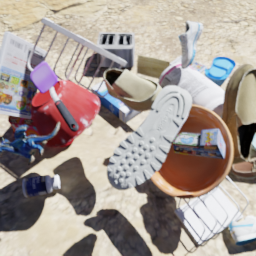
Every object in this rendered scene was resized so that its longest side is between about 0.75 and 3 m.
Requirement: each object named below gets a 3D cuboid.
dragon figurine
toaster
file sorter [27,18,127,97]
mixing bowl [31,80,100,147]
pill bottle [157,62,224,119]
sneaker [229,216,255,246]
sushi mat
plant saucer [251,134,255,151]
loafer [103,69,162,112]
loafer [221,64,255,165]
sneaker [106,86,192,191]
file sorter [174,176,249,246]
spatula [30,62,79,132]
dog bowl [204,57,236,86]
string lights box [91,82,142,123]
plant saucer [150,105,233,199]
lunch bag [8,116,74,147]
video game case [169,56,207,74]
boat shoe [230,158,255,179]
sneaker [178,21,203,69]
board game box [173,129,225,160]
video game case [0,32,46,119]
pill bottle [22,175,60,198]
[{"bbox_3d":[-2.831,0.364,7.653,1.047,2.107,0.620,37,37,-26],"label":"dragon figurine"},{"bbox_3d":[-0.664,-4.124,14.963,2.016,1.323,2.230,1,48,3],"label":"toaster"},{"bbox_3d":[-1.866,-2.415,10.505,2.048,1.837,2.951,33,13,22],"label":"file sorter"},{"bbox_3d":[-2.067,-0.630,8.356,2.167,1.173,2.167,-23,39,20],"label":"mixing bowl"},{"bbox_3d":[2.381,-0.951,9.711,1.596,1.596,2.816,-22,48,-19],"label":"pill bottle"},{"bbox_3d":[4.039,3.075,8.721,1.767,0.676,0.714,-9,50,-10],"label":"sneaker"},{"bbox_3d":[0.987,-2.460,11.448,1.680,0.804,0.102,24,31,38],"label":"sushi mat"},{"bbox_3d":[4.679,0.192,11.078,0.340,1.768,1.768,-29,37,31],"label":"plant saucer"},{"bbox_3d":[0.024,-1.248,8.763,2.630,0.898,0.995,22,70,46],"label":"loafer"},{"bbox_3d":[3.271,-0.327,7.861,1.135,2.985,1.007,12,1,-35],"label":"loafer"},{"bbox_3d":[0.567,0.337,6.766,1.072,1.129,2.806,39,86,9],"label":"sneaker"},{"bbox_3d":[2.664,2.521,8.913,1.852,1.153,1.285,-22,51,-20],"label":"file sorter"},{"bbox_3d":[-1.688,-0.694,6.505,0.589,0.214,2.085,-38,64,4],"label":"spatula"},{"bbox_3d":[4.673,-2.895,14.364,1.196,0.532,2.145,27,53,23],"label":"dog bowl"},{"bbox_3d":[-0.494,-1.314,12.778,1.198,0.688,2.332,-34,56,-27],"label":"string lights box"},{"bbox_3d":[1.618,0.646,7.778,2.574,0.482,2.574,-8,76,32],"label":"plant saucer"},{"bbox_3d":[-3.274,-0.533,11.743,2.771,1.135,2.441,12,48,11],"label":"lunch bag"},{"bbox_3d":[3.222,-3.311,15.011,1.639,0.148,1.173,34,55,28],"label":"video game case"},{"bbox_3d":[4.756,1.376,10.261,1.997,0.717,0.756,-5,47,-4],"label":"boat shoe"},{"bbox_3d":[1.904,-2.756,9.260,0.684,1.578,0.592,13,2,-21],"label":"sneaker"},{"bbox_3d":[1.671,0.344,6.431,1.223,1.222,0.377,6,72,12],"label":"board game box"},{"bbox_3d":[-3.823,-1.708,9.769,0.237,1.881,2.626,13,90,23],"label":"video game case"},{"bbox_3d":[-3.002,1.990,9.736,1.174,0.652,0.652,-9,48,-9],"label":"pill bottle"}]
